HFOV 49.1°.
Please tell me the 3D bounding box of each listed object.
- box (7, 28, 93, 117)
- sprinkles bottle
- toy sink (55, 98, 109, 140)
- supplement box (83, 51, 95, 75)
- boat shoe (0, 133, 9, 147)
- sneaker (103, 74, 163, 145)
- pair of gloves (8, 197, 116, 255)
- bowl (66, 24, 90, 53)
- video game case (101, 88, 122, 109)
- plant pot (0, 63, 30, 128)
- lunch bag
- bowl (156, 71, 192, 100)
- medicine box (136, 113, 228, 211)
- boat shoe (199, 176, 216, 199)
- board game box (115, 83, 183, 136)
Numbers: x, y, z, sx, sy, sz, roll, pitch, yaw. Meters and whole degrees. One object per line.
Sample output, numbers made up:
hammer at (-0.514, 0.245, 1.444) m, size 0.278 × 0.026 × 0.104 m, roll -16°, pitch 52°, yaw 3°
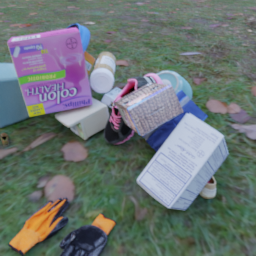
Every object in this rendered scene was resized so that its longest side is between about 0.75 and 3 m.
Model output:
box at (-2.511, -1.868, 9.357) m, size 2.169 × 2.466 × 1.192 m, roll -12°, pitch 28°, yaw -10°
sprinkles bottle at (-0.925, -2.196, 10.823) m, size 0.847 × 0.847 × 2.482 m, roll 0°, pitch 31°, yaw 0°
toy sink at (-1.594, -0.256, 9.972) m, size 1.600 × 0.897 × 1.043 m, roll -31°, pitch 40°, yaw -28°
supplement box at (-2.192, -1.959, 11.228) m, size 0.764 × 0.790 × 2.296 m, roll 5°, pitch 65°, yaw 50°
boat shoe at (-4.292, 0.347, 9.757) m, size 0.272 × 0.257 × 0.757 m, roll -19°, pitch 38°, yaw -25°
sneaker at (-0.154, -0.539, 8.806) m, size 1.366 × 2.864 × 1.132 m, roll -10°, pitch 53°, yaw -51°
pair of gloves at (-1.501, 2.493, 6.590) m, size 2.027 × 0.251 × 1.806 m, roll 19°, pitch 37°, yaw 21°
bowl at (-2.553, -3.089, 11.241) m, size 2.489 × 0.488 × 2.489 m, roll -27°, pitch 46°, yaw 32°
video game case at (-0.103, -0.895, 10.649) m, size 1.479 × 0.371 × 1.632 m, roll 31°, pitch 21°, yaw 3°
plant pot at (-4.393, -1.451, 11.045) m, size 1.992 × 1.956 × 1.951 m, roll -16°, pitch 36°, yaw -30°
lunch bag at (1.262, -0.163, 8.889) m, size 1.341 × 2.027 × 1.377 m, roll 49°, pitch 41°, yaw 4°
bowl at (1.474, -1.442, 10.699) m, size 1.835 × 0.960 × 1.835 m, roll -7°, pitch 65°, yaw 15°
medicine box at (1.386, 0.914, 6.715) m, size 1.002 × 1.773 × 1.947 m, roll 38°, pitch 90°, yaw 28°
boat shoe at (2.077, 1.237, 8.101) m, size 0.618 × 0.580 × 1.677 m, roll -6°, pitch 36°, yaw -16°
board game box at (0.431, -0.490, 6.557) m, size 1.095 × 0.665 × 1.374 m, roll -30°, pitch 17°, yaw -8°
